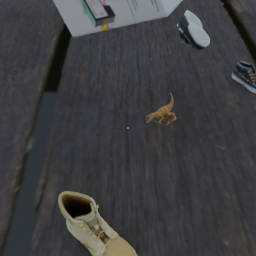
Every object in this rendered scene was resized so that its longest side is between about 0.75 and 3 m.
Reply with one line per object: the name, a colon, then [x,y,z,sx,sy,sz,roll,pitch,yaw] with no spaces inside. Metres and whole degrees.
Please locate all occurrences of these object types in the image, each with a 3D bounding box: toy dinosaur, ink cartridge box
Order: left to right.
ink cartridge box: [-0.058,-2.620,5.226,2.234,0.938,1.618,3,44,37]
toy dinosaur: [0.864,-0.383,6.356,1.041,0.314,0.553,-36,91,-28]

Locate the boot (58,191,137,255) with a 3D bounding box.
boot: [-0.594,1.998,5.462,1.739,1.352,0.633,31,57,23]

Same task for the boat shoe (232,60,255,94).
boat shoe: [3.968,-1.603,8.938,0.480,0.616,1.358,-35,58,-25]

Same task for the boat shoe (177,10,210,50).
boat shoe: [1.522,-2.237,6.712,0.617,0.492,1.631,27,38,-17]
